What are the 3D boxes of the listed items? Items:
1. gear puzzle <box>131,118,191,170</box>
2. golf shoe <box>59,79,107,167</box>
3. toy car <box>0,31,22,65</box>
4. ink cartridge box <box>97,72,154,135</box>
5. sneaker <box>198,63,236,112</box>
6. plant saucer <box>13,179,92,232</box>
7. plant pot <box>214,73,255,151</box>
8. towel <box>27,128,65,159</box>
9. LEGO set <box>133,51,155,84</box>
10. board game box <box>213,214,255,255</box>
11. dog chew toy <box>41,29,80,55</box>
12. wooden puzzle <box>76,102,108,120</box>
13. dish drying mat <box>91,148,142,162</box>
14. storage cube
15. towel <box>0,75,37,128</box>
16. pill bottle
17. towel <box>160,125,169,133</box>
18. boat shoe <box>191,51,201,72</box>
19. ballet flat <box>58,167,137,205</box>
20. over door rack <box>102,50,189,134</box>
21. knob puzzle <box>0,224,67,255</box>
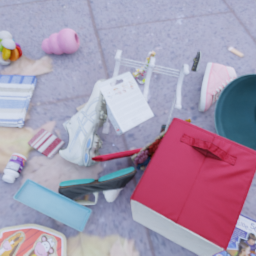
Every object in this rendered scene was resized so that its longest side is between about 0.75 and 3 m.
[{"bbox_3d":[1.157,0.525,8.890,2.330,1.207,0.305,-38,63,-8],"label":"gear puzzle"},{"bbox_3d":[-1.451,-0.271,9.240,1.453,1.170,2.988,10,77,9],"label":"golf shoe"},{"bbox_3d":[-5.034,-3.354,11.913,0.983,1.147,1.311,0,47,-43],"label":"toy car"},{"bbox_3d":[-0.103,-0.610,6.845,1.052,0.325,1.298,-28,86,-32],"label":"ink cartridge box"},{"bbox_3d":[3.460,-1.544,10.649,1.285,0.925,2.459,13,53,15],"label":"sneaker"},{"bbox_3d":[-2.111,2.196,7.915,2.101,0.199,0.735,26,43,-1],"label":"plant saucer"},{"bbox_3d":[4.469,-0.376,9.081,1.818,2.714,2.714,-5,53,-32],"label":"plant pot"},{"bbox_3d":[-2.853,0.533,9.763,1.089,0.124,0.784,29,60,17],"label":"towel"},{"bbox_3d":[0.690,-2.285,11.138,1.516,0.697,0.564,-43,70,18],"label":"LEGO set"},{"bbox_3d":[3.734,3.691,7.411,2.949,0.508,1.996,24,60,15],"label":"board game box"},{"bbox_3d":[-2.948,-3.622,12.033,1.650,1.028,1.028,-10,55,14],"label":"dog chew toy"},{"bbox_3d":[-1.205,-0.650,10.459,1.099,0.275,1.186,-32,62,-19],"label":"wooden puzzle"},{"bbox_3d":[-0.144,0.840,8.819,1.923,0.739,0.175,-8,90,-35],"label":"dish drying mat"},{"bbox_3d":[1.644,1.661,7.508,2.359,2.759,2.480,25,66,15],"label":"storage cube"},{"bbox_3d":[-4.597,-1.079,10.736,1.805,0.293,2.457,2,56,2],"label":"towel"},{"bbox_3d":[-3.684,1.306,9.029,0.485,0.485,0.870,11,57,7],"label":"pill bottle"},{"bbox_3d":[1.677,0.095,9.646,1.109,0.813,0.120,2,67,2],"label":"towel"},{"bbox_3d":[2.632,-2.565,10.856,0.248,0.822,0.293,5,30,-1],"label":"boat shoe"},{"bbox_3d":[-0.864,1.807,8.373,2.456,0.835,0.840,-13,94,10],"label":"ballet flat"},{"bbox_3d":[0.440,-0.703,8.714,2.207,2.988,0.995,12,35,-1],"label":"over door rack"},{"bbox_3d":[-2.838,3.729,7.468,2.901,0.402,2.901,0,56,0],"label":"knob puzzle"}]
